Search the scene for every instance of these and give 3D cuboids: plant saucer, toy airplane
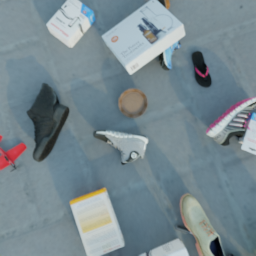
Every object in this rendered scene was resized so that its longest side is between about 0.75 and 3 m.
[{"bbox_3d":[0.191,-0.967,10.990,1.154,0.211,1.154,-1,99,-5],"label":"plant saucer"},{"bbox_3d":[-4.789,0.957,10.774,1.644,0.302,1.644,0,81,-1],"label":"toy airplane"}]

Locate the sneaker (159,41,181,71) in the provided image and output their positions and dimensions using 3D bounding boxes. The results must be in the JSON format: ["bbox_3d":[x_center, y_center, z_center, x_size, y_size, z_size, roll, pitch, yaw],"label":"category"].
[{"bbox_3d":[1.712,-3.214,11.185,0.849,0.739,1.887,5,81,-4],"label":"sneaker"}]

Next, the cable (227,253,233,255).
[{"bbox_3d":[3.764,5.630,9.950,1.774,0.552,2.174,4,81,1],"label":"cable"}]

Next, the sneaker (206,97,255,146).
[{"bbox_3d":[4.145,-0.198,10.684,2.420,0.892,1.058,-39,92,-8],"label":"sneaker"}]

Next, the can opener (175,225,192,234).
[{"bbox_3d":[2.223,3.797,10.413,0.951,0.250,0.316,13,47,1],"label":"can opener"}]

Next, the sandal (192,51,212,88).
[{"bbox_3d":[2.934,-2.371,11.242,0.596,0.358,1.587,-14,82,-2],"label":"sandal"}]

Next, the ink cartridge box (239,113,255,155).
[{"bbox_3d":[4.857,0.289,10.764,0.860,0.507,1.494,22,82,2],"label":"ink cartridge box"}]

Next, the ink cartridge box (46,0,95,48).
[{"bbox_3d":[-2.311,-4.281,11.366,1.175,0.679,1.610,37,83,5],"label":"ink cartridge box"}]

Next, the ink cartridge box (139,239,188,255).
[{"bbox_3d":[0.985,5.476,9.630,2.885,1.216,2.088,-22,82,-3],"label":"ink cartridge box"}]

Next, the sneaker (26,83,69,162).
[{"bbox_3d":[-3.278,-0.226,10.706,1.469,0.846,2.817,24,80,9],"label":"sneaker"}]

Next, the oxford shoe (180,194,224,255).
[{"bbox_3d":[2.701,3.529,9.897,0.920,0.959,2.599,-27,90,-27],"label":"oxford shoe"}]

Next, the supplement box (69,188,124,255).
[{"bbox_3d":[-1.109,3.420,10.153,1.338,0.781,2.124,-20,82,-3],"label":"supplement box"}]

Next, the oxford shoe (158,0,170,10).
[{"bbox_3d":[1.529,-5.842,11.600,0.736,0.736,2.065,-8,80,-6],"label":"oxford shoe"}]

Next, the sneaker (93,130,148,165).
[{"bbox_3d":[-0.359,0.773,10.576,2.109,0.791,1.218,8,85,1],"label":"sneaker"}]

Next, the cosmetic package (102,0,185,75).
[{"bbox_3d":[0.549,-3.559,10.812,2.593,0.670,1.955,-36,59,2],"label":"cosmetic package"}]
